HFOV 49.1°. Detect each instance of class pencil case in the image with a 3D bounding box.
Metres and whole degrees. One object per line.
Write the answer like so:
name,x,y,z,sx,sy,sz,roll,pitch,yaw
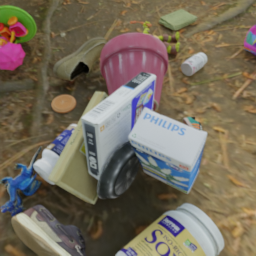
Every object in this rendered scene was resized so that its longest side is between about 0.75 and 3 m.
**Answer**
pencil case,5.901,-3.074,11.123,1.177,1.177,2.664,-32,57,-23

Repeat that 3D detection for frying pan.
frying pan,0.143,0.954,7.721,0.461,1.711,2.829,27,34,26

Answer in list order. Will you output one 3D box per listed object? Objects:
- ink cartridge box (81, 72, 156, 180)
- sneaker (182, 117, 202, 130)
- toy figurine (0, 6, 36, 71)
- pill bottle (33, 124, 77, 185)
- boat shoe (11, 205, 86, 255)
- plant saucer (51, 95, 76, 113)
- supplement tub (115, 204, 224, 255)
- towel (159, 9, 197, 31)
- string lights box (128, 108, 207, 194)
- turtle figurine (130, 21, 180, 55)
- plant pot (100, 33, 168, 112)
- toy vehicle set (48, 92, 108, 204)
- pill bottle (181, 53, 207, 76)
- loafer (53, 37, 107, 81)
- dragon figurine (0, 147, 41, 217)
ink cartridge box,-0.145,0.150,7.401,0.545,2.511,2.488,23,45,25
sneaker,2.213,0.063,9.008,0.475,0.424,1.189,-17,52,-8
toy figurine,-4.956,-3.258,11.162,2.425,1.821,2.232,-15,59,16
pill bottle,-1.847,0.761,8.091,0.970,0.970,1.676,27,56,20
boat shoe,-1.455,2.706,6.484,2.873,1.033,0.931,25,43,25
plant saucer,-2.293,-0.878,9.958,0.856,0.138,0.856,0,51,-1
supplement tub,0.903,2.794,6.105,2.075,1.509,1.509,-33,58,-23
towel,2.357,-5.116,13.286,1.585,0.289,1.176,-32,57,-22
string lights box,1.012,0.690,6.887,1.442,2.807,0.828,24,73,20
turtle figurine,1.024,-3.541,11.658,2.126,0.849,2.636,8,44,-3
plant pot,0.205,-1.566,9.304,2.328,2.328,2.084,-1,65,0
toy vehicle set,-0.882,0.539,7.418,0.342,1.603,2.581,9,63,35
pill bottle,2.607,-2.513,10.992,1.016,0.576,0.576,-37,60,-26
loafer,-1.647,-2.538,10.711,2.480,0.943,0.836,-40,71,-17
dragon figurine,-2.806,1.491,7.757,0.980,0.580,1.971,28,57,21
